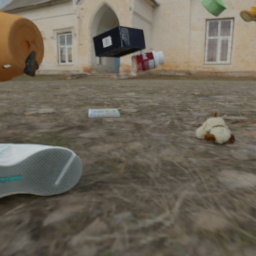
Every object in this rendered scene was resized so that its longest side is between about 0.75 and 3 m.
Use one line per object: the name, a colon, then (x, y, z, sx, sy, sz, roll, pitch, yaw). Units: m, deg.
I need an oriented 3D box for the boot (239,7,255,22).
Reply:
boot: (4.125, -3.849, 9.397, 0.952, 0.681, 0.335, 21, -31, -16)

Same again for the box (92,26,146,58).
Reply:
box: (-0.369, -3.462, 11.449, 1.601, 0.833, 1.458, -5, 5, 42)

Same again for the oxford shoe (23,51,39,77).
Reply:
oxford shoe: (-2.601, -1.734, 7.626, 0.308, 0.849, 0.358, -23, -35, 39)

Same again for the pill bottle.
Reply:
pill bottle: (0.844, -2.873, 12.085, 1.336, 0.754, 0.754, -13, 13, -2)

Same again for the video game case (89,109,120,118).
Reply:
video game case: (-1.123, -0.684, 12.854, 1.353, 0.164, 1.486, -2, 12, -7)

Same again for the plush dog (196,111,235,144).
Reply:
plush dog: (2.608, 0.094, 8.121, 1.072, 0.860, 0.921, -1, 36, -6)

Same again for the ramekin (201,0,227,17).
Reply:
ramekin: (2.530, -3.671, 8.329, 0.772, 0.377, 0.772, 26, 39, -23)

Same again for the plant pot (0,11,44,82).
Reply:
plant pot: (-3.584, -2.433, 8.312, 1.543, 2.204, 2.204, 5, 13, 23)

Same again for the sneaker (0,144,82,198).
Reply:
sneaker: (-2.264, 0.744, 4.775, 2.787, 0.980, 1.117, 2, 3, -22)
